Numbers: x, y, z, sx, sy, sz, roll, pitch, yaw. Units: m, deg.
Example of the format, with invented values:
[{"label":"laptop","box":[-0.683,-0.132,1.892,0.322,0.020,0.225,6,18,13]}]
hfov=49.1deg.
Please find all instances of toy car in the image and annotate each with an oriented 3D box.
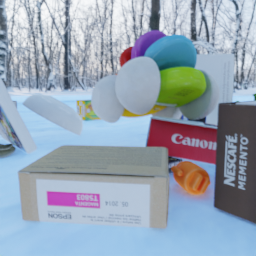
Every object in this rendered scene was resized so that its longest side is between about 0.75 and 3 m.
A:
[{"label":"toy car","box":[0.599,-1.198,6.715,2.469,2.115,2.821,4,-10,-30]}]

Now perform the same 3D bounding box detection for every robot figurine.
[{"label":"robot figurine","box":[1.055,0.831,4.708,0.583,0.473,0.811,-13,12,-12]}]

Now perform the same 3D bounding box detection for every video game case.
[{"label":"video game case","box":[-3.701,-0.810,7.731,0.338,2.937,2.676,-33,25,-29]}]

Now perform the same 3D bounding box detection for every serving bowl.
[{"label":"serving bowl","box":[-2.440,-0.567,9.592,2.186,0.719,2.186,29,-3,2]}]

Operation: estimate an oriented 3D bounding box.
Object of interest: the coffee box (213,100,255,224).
[{"label":"coffee box","box":[2.600,0.335,4.318,2.759,1.560,1.101,-6,11,-38]}]

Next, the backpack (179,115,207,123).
[{"label":"backpack","box":[1.875,-0.497,9.395,1.450,1.883,1.793,13,-8,-3]}]

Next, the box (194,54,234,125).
[{"label":"box","box":[2.679,-1.453,11.472,2.914,2.899,1.905,2,9,15]}]

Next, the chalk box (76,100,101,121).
[{"label":"chalk box","box":[-1.717,-0.959,14.497,1.647,1.025,1.019,-8,12,-34]}]

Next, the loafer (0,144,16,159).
[{"label":"loafer","box":[-3.417,0.510,6.785,1.340,0.467,0.504,-7,11,-39]}]

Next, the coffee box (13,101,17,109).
[{"label":"coffee box","box":[-6.345,-0.598,11.948,1.538,1.072,2.690,8,12,43]}]

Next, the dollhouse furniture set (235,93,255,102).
[{"label":"dollhouse furniture set","box":[4.466,0.160,8.711,1.801,1.379,2.749,-24,33,-14]}]

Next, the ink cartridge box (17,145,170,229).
[{"label":"ink cartridge box","box":[-0.363,0.770,4.217,1.942,0.729,1.599,1,10,8]}]

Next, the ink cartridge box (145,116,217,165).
[{"label":"ink cartridge box","box":[1.385,0.270,6.002,1.912,0.802,1.679,10,5,11]}]

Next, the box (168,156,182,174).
[{"label":"box","box":[0.354,0.753,5.845,1.126,0.280,1.117,-7,12,-41]}]
